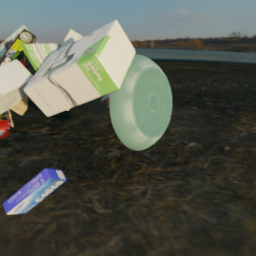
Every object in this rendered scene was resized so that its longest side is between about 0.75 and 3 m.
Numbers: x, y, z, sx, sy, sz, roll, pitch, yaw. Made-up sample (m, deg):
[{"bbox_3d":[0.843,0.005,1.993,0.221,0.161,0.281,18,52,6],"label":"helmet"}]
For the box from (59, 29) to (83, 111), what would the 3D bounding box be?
[{"bbox_3d":[-2.186,-2.186,10.677,1.354,2.546,1.939,30,7,-13],"label":"box"}]

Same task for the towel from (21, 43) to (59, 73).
[{"bbox_3d":[-2.335,-2.005,8.235,0.227,1.103,1.478,-30,3,25],"label":"towel"}]

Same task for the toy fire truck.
[{"bbox_3d":[-3.942,-0.805,9.017,1.766,2.505,0.611,-6,29,-11],"label":"toy fire truck"}]

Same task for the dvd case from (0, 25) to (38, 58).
[{"bbox_3d":[-5.233,-3.691,13.316,1.948,1.422,0.214,-36,5,9],"label":"dvd case"}]

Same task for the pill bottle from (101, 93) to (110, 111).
[{"bbox_3d":[-0.588,-0.945,11.486,0.570,1.001,0.570,-40,14,13],"label":"pill bottle"}]

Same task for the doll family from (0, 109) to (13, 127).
[{"bbox_3d":[-6.713,-0.517,14.238,1.380,0.937,2.388,-13,18,-22],"label":"doll family"}]

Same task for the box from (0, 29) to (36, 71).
[{"bbox_3d":[-4.434,-2.508,11.138,0.546,1.977,2.468,33,-19,-10],"label":"box"}]

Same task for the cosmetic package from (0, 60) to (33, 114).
[{"bbox_3d":[-3.468,-1.052,7.720,1.258,0.773,1.254,-39,8,37],"label":"cosmetic package"}]

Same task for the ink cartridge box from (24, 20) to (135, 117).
[{"bbox_3d":[-1.193,-1.442,7.006,2.361,0.992,1.718,-16,37,30],"label":"ink cartridge box"}]

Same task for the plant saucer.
[{"bbox_3d":[0.583,-0.737,8.356,0.517,2.879,2.879,3,17,38],"label":"plant saucer"}]

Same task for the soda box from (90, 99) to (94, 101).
[{"bbox_3d":[-1.395,-1.163,10.182,0.292,0.264,0.833,-42,-1,7],"label":"soda box"}]

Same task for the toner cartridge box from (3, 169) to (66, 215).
[{"bbox_3d":[-1.744,1.203,5.262,0.237,1.099,0.522,54,9,24],"label":"toner cartridge box"}]
